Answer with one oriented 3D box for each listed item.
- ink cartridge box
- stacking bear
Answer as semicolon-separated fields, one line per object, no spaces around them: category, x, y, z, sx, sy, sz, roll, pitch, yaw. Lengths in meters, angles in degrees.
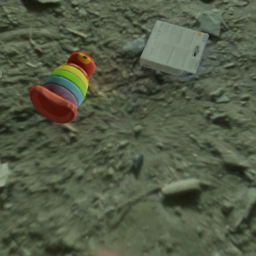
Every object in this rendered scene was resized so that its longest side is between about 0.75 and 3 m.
ink cartridge box;1.609;-2.716;9.689;1.947;0.422;1.912;19;64;8
stacking bear;-1.756;-1.384;8.453;1.394;1.305;2.295;29;59;-6
